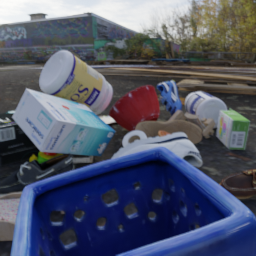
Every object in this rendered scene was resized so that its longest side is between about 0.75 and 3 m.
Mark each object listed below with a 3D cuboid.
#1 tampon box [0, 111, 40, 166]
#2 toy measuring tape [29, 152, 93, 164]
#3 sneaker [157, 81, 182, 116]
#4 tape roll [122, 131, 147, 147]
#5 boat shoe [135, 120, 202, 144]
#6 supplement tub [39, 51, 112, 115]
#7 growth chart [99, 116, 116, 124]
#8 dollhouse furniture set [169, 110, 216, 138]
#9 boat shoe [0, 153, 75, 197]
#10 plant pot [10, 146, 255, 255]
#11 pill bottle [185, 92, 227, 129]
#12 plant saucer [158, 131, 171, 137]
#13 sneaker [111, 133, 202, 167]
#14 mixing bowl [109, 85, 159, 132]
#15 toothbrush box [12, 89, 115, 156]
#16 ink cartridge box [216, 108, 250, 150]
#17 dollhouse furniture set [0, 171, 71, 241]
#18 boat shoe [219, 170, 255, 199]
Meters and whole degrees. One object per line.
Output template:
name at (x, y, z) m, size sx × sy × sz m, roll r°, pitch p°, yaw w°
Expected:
tampon box at (-4.291, 0.272, 10.169) m, size 1.579 × 1.330 × 2.107 m, roll -14°, pitch 22°, yaw -39°
toy measuring tape at (-2.192, 0.948, 9.173) m, size 2.038 × 0.750 × 0.750 m, roll -1°, pitch 16°, yaw -31°
sneaker at (2.151, -1.390, 14.670) m, size 0.992 × 0.891 × 2.411 m, roll -3°, pitch 60°, yaw -15°
tape roll at (0.263, 0.542, 10.216) m, size 0.920 × 0.322 × 0.920 m, roll -13°, pitch 48°, yaw 15°
boat shoe at (1.571, 0.169, 11.137) m, size 2.668 × 0.960 × 0.865 m, roll 2°, pitch 0°, yaw -6°
supplement tub at (-2.175, -1.826, 12.038) m, size 2.684 × 1.951 × 1.951 m, roll 30°, pitch -7°, yaw -42°
growth chart at (-1.216, -0.359, 14.099) m, size 2.291 × 0.203 × 1.658 m, roll -9°, pitch 19°, yaw -26°
dollhouse furniture set at (2.756, 0.041, 11.959) m, size 0.888 × 1.039 × 2.005 m, roll -48°, pitch 34°, yaw -14°
boat shoe at (-2.736, 1.276, 7.796) m, size 2.527 × 0.855 × 0.908 m, roll -9°, pitch 22°, yaw -25°
plant pot at (-0.002, 1.759, 3.596) m, size 2.329 × 2.094 × 2.329 m, roll -14°, pitch 17°, yaw -12°
pill bottle at (3.732, -1.002, 14.023) m, size 1.469 × 1.469 × 2.644 m, roll -2°, pitch 18°, yaw -5°
plant saucer at (1.507, 0.466, 10.047) m, size 1.028 × 0.192 × 1.028 m, roll 27°, pitch 19°, yaw -10°
sneaker at (0.831, 1.009, 8.425) m, size 2.921 × 1.116 × 1.176 m, roll -16°, pitch 52°, yaw -18°
mixing bowl at (0.501, -0.636, 12.371) m, size 2.379 × 2.379 × 1.288 m, roll -17°, pitch 68°, yaw -43°
toothbrush box at (-2.024, -0.098, 9.093) m, size 1.918 × 1.117 × 2.619 m, roll 40°, pitch 16°, yaw 33°
ink cartridge box at (4.116, -0.038, 11.429) m, size 0.663 × 1.160 × 2.235 m, roll 2°, pitch 17°, yaw 0°
dollhouse furniture set at (-2.581, 1.586, 6.242) m, size 2.626 × 1.163 × 1.361 m, roll -1°, pitch 17°, yaw -5°
boat shoe at (3.424, 1.381, 7.416) m, size 1.993 × 0.701 × 0.702 m, roll -5°, pitch 47°, yaw -10°
